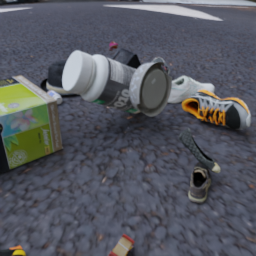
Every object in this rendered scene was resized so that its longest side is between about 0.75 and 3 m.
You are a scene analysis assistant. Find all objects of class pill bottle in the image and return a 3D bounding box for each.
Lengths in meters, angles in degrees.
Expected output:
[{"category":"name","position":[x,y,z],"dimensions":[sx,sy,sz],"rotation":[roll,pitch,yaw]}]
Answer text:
[{"category":"pill bottle","position":[-0.722,-1.581,9.880],"dimensions":[2.861,1.618,1.618],"rotation":[13,20,-36]},{"category":"pill bottle","position":[-3.230,-1.319,12.342],"dimensions":[0.441,0.441,0.787],"rotation":[-22,37,-32]}]

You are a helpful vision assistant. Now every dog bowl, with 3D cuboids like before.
[{"category":"dog bowl","position":[0.756,-1.333,9.473],"dimensions":[0.540,1.842,1.842],"rotation":[19,35,38]}]

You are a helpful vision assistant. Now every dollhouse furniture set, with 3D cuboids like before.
[{"category":"dollhouse furniture set","position":[0.113,2.713,5.664],"dimensions":[0.998,0.406,0.537],"rotation":[32,40,17]}]

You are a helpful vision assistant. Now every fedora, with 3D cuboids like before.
[{"category":"fedora","position":[-3.045,-2.514,13.604],"dimensions":[2.647,1.209,2.647],"rotation":[0,31,0]}]

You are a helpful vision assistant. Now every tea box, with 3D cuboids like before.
[{"category":"tea box","position":[-4.038,-0.198,8.996],"dimensions":[2.772,1.883,2.818],"rotation":[-22,37,-33]}]

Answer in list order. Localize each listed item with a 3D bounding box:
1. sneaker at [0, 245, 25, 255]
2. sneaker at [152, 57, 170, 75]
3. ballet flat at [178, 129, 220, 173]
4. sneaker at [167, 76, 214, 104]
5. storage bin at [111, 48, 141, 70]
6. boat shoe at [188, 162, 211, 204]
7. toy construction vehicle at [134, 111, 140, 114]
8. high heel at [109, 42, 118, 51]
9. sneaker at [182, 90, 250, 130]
[{"category":"sneaker","position":[-2.777,2.752,5.444],"dimensions":[1.527,0.534,0.687],"rotation":[-10,21,-20]},{"category":"sneaker","position":[1.609,-3.006,14.378],"dimensions":[1.096,1.015,2.719],"rotation":[0,36,5]},{"category":"ballet flat","position":[2.023,0.658,7.823],"dimensions":[1.506,0.428,0.501],"rotation":[47,16,11]},{"category":"sneaker","position":[2.803,-1.782,12.572],"dimensions":[2.581,1.034,0.908],"rotation":[-10,30,-19]},{"category":"storage bin","position":[-0.071,-2.372,11.784],"dimensions":[0.788,1.682,1.137],"rotation":[32,79,28]},{"category":"boat shoe","position":[2.002,1.371,7.654],"dimensions":[0.571,0.562,1.532],"rotation":[8,31,13]},{"category":"toy construction vehicle","position":[0.293,-1.084,11.954],"dimensions":[1.044,0.422,1.199],"rotation":[-16,34,-26]},{"category":"high heel","position":[-0.601,-3.548,11.822],"dimensions":[0.312,0.444,0.924],"rotation":[18,-4,-24]},{"category":"sneaker","position":[3.249,-0.589,10.558],"dimensions":[1.145,1.161,2.965],"rotation":[-20,27,-23]}]
